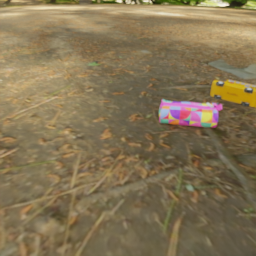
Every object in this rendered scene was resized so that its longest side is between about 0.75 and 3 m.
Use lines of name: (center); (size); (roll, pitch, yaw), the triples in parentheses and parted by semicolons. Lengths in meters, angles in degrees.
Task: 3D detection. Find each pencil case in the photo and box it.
pencil case: (2.364, -0.590, 10.910); (2.330, 1.030, 1.030); (3, 30, 10)

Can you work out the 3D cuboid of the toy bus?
toy bus: (5.122, -1.639, 12.945); (2.424, 0.789, 0.949); (20, 36, 31)
